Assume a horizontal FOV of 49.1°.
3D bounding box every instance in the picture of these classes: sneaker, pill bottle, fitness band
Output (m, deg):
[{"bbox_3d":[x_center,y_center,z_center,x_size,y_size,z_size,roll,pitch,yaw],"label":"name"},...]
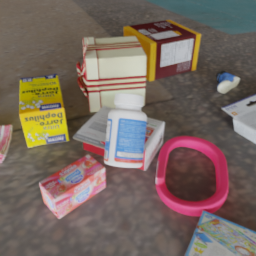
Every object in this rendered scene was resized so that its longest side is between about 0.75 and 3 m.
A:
[{"bbox_3d":[4.293,-2.128,12.777,1.656,0.636,0.921,-27,50,-37],"label":"sneaker"},{"bbox_3d":[-0.044,0.062,7.169,1.007,1.794,1.007,6,0,0],"label":"pill bottle"},{"bbox_3d":[1.882,1.315,8.340,2.061,0.537,2.869,9,39,8],"label":"fitness band"}]

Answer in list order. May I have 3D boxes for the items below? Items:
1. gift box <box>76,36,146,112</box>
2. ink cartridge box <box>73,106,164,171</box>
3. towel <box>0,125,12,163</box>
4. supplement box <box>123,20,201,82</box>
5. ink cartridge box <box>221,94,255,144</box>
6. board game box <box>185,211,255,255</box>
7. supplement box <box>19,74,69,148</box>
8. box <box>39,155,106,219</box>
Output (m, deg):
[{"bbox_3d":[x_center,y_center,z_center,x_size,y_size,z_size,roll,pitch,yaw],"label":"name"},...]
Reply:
[{"bbox_3d":[-0.799,-2.510,11.579,2.655,2.843,2.623,-7,32,-7],"label":"gift box"},{"bbox_3d":[-0.284,0.404,9.110,2.327,0.976,2.043,17,40,21],"label":"ink cartridge box"},{"bbox_3d":[-5.319,0.581,9.385,2.560,0.383,1.873,-6,37,-8],"label":"towel"},{"bbox_3d":[1.631,-4.067,14.340,2.842,1.887,2.803,-17,40,-21],"label":"supplement box"},{"bbox_3d":[5.410,-0.236,10.290,2.904,0.591,2.910,-20,41,-24],"label":"ink cartridge box"},{"bbox_3d":[2.472,2.884,6.305,2.097,0.359,1.410,19,40,23],"label":"board game box"},{"bbox_3d":[-3.092,-0.720,10.231,1.427,1.436,2.623,-10,38,-13],"label":"supplement box"},{"bbox_3d":[-1.469,1.573,7.678,1.642,0.842,0.777,-29,46,-35],"label":"box"}]
